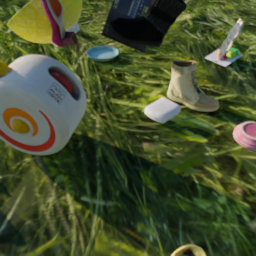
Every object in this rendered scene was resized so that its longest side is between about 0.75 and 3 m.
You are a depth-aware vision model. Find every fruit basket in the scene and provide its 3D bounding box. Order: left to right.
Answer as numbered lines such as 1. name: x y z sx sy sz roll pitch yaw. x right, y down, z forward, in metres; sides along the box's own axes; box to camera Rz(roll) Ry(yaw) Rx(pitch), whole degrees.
1. fruit basket: 4.420 -3.267 12.960 1.270 0.595 1.176 -38 50 -18

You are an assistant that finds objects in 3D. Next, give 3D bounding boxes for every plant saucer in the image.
1. plant saucer: -1.231 -3.556 13.486 1.544 0.212 1.544 -1 38 0
2. plant saucer: 3.895 0.201 8.580 1.253 0.318 1.253 1 38 0

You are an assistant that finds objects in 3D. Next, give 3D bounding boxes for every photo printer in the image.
1. photo printer: 1.139 -0.577 9.534 1.039 0.361 0.864 -32 49 -33

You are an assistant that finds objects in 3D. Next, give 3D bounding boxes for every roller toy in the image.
1. roller toy: -2.568 -0.572 7.719 2.476 2.714 1.897 12 42 7

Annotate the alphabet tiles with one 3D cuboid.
1. alphabet tiles: 2.875 -2.477 7.859 0.079 1.082 1.059 26 71 -2

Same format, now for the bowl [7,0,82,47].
1. bowl: -2.162 -3.161 8.212 2.338 1.258 2.338 -30 24 15

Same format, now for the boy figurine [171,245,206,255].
1. boy figurine: 0.574 3.060 4.500 1.666 0.864 2.680 28 48 35

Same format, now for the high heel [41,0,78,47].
1. high heel: -1.916 -2.638 6.945 0.779 1.621 0.547 6 58 21

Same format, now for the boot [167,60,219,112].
1. boot: 2.310 -1.489 9.751 1.966 1.528 0.716 26 45 30

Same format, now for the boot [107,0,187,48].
1. boot: 0.567 -3.398 8.480 2.194 1.641 0.826 -6 57 -37

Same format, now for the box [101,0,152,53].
1. box: 0.204 -3.879 9.588 1.662 2.107 0.538 21 19 -8
